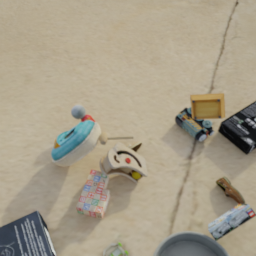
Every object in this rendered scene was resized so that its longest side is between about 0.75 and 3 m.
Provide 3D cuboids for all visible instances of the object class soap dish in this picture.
[{"bbox_3d":[2.772,-0.723,9.810,1.160,0.913,0.471,-1,25,22],"label":"soap dish"}]

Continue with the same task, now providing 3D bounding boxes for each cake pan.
[{"bbox_3d":[1.938,4.476,8.399,2.614,0.479,2.614,0,49,0],"label":"cake pan"}]

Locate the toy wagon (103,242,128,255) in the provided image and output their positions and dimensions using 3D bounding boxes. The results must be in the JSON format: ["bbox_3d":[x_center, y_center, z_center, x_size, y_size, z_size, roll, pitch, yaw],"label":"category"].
[{"bbox_3d":[-0.355,4.161,8.867,0.770,0.196,0.992,-33,57,-25],"label":"toy wagon"}]

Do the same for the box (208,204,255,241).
[{"bbox_3d":[3.093,2.819,8.520,1.331,1.943,0.388,-36,69,5],"label":"box"}]

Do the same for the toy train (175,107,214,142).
[{"bbox_3d":[2.897,-0.163,12.316,1.021,0.763,1.792,-35,59,-12],"label":"toy train"}]

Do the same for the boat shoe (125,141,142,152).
[{"bbox_3d":[-0.007,0.867,11.550,1.280,0.456,0.413,-30,56,-22],"label":"boat shoe"}]

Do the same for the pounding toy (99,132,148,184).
[{"bbox_3d":[-0.162,1.114,10.177,2.240,1.285,1.281,33,38,-16],"label":"pounding toy"}]

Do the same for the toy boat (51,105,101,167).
[{"bbox_3d":[-2.090,0.213,11.200,2.459,1.359,2.925,-34,20,27],"label":"toy boat"}]

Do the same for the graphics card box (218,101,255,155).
[{"bbox_3d":[5.478,-0.120,12.259,2.646,0.673,1.660,-28,55,-24],"label":"graphics card box"}]

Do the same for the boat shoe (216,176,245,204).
[{"bbox_3d":[3.731,2.377,10.291,0.431,0.456,1.268,-22,44,-12],"label":"boat shoe"}]

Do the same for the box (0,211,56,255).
[{"bbox_3d":[-3.453,3.965,8.286,2.442,1.307,1.812,-21,52,-17],"label":"box"}]

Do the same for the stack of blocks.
[{"bbox_3d":[-1.148,2.383,10.216,0.928,0.472,1.611,10,49,9],"label":"stack of blocks"}]
